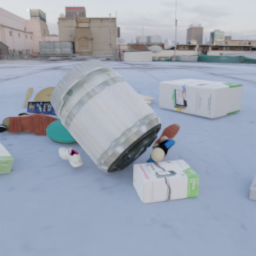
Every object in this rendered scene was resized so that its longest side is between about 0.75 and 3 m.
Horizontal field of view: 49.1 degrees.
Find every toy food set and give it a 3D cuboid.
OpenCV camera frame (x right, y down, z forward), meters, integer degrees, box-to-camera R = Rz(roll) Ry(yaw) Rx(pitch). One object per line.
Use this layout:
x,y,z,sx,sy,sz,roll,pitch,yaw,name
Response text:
-3.793,-1.445,13.637,2.371,0.476,1.637,-5,47,4,toy food set

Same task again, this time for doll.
0.718,0.546,6.421,0.341,0.961,1.409,47,9,3,doll

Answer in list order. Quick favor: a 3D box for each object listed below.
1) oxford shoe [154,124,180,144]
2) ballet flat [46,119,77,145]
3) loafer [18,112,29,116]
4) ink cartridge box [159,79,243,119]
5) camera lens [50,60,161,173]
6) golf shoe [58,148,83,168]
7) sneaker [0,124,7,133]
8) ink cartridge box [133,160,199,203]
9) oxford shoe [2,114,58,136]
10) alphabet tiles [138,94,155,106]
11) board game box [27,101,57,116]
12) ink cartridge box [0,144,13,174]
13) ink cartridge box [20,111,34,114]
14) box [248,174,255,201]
1.023,0.274,7.512,0.973,0.359,0.344,-43,67,-15,oxford shoe
-1.270,0.032,8.412,2.449,0.825,0.780,-10,-8,21,ballet flat
-4.094,-0.456,10.862,0.396,0.347,1.103,-41,29,-8,loafer
3.153,-1.408,12.548,2.170,1.258,2.997,-13,20,-38,ink cartridge box
-0.487,-0.235,6.593,2.263,1.810,1.810,48,34,12,camera lens
-1.401,0.623,6.797,0.856,0.392,0.322,26,37,37,golf shoe
-4.431,-0.094,9.076,0.965,0.338,0.434,1,45,-20,sneaker
0.742,1.070,5.732,1.144,0.481,0.832,-4,17,-12,ink cartridge box
-3.144,-0.165,9.516,2.042,0.723,0.754,5,8,5,oxford shoe
-0.159,-1.344,14.196,2.710,0.202,2.771,-13,21,-32,alphabet tiles
-2.378,-0.619,10.056,1.729,0.442,2.553,6,0,-36,board game box
-3.751,0.548,6.672,1.345,0.443,1.849,4,18,-44,ink cartridge box
-4.058,-0.684,11.874,0.823,0.195,0.659,-17,8,-36,ink cartridge box
3.089,1.264,5.518,1.202,0.247,0.937,11,20,30,box
